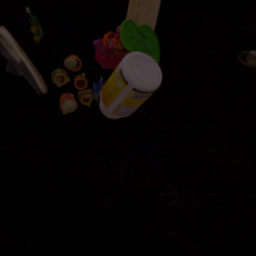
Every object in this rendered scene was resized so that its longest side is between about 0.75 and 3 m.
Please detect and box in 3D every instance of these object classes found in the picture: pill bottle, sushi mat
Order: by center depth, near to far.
[{"bbox_3d":[-0.062,-1.207,8.985,1.329,2.433,1.329,12,61,-23],"label":"pill bottle"},{"bbox_3d":[0.652,-4.977,10.535,1.347,2.816,0.170,21,22,24],"label":"sushi mat"}]

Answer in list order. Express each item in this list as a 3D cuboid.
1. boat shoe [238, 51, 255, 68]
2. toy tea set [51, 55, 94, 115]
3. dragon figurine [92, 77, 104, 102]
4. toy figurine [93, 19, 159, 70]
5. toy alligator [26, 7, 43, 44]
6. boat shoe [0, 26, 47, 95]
[{"bbox_3d":[4.820,-2.579,10.618,0.645,1.798,0.681,12,100,-15],"label":"boat shoe"},{"bbox_3d":[-1.869,-1.366,9.411,1.240,2.085,0.772,-18,41,-8],"label":"toy tea set"},{"bbox_3d":[-1.375,-1.817,12.575,0.700,0.414,1.407,-11,60,-7],"label":"dragon figurine"},{"bbox_3d":[-0.383,-2.751,9.878,2.148,2.334,1.752,5,77,36],"label":"toy figurine"},{"bbox_3d":[-2.828,-3.122,8.608,0.279,1.162,0.385,-2,49,2],"label":"toy alligator"},{"bbox_3d":[-3.381,-1.931,8.590,0.756,0.839,2.333,-35,100,-6],"label":"boat shoe"}]
